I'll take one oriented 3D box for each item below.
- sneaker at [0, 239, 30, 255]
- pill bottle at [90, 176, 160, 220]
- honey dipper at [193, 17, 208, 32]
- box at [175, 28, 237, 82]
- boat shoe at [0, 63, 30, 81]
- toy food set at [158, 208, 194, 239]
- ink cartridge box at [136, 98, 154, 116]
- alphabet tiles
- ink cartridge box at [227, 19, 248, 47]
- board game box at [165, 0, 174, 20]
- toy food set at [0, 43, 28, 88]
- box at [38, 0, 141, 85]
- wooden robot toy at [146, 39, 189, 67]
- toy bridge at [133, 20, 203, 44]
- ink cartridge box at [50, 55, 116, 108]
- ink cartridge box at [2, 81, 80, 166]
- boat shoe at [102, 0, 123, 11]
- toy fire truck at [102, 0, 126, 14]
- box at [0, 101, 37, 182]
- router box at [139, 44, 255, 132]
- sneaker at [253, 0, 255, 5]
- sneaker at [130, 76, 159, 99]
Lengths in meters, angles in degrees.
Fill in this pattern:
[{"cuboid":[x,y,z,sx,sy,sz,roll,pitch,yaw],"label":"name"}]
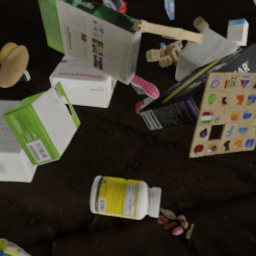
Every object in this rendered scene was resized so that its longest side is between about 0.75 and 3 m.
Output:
[{"cuboid":[-2.904,2.918,6.100,1.857,0.703,0.975,15,54,29],"label":"sneaker"},{"cuboid":[-0.049,1.784,7.103,1.683,0.946,0.946,6,41,6],"label":"pill bottle"},{"cuboid":[3.301,-3.733,11.228,2.098,0.398,0.398,19,21,-46],"label":"honey dipper"},{"cuboid":[2.233,-1.880,8.231,1.116,1.296,1.303,40,75,19],"label":"box"},{"cuboid":[-5.017,-2.324,12.027,2.004,0.748,0.624,18,49,26],"label":"boat shoe"},{"cuboid":[1.145,2.377,7.026,0.936,0.147,0.595,18,44,20],"label":"toy food set"},{"cuboid":[0.880,-0.630,10.274,0.737,0.419,1.012,-29,49,-30],"label":"ink cartridge box"},{"cuboid":[1.848,-0.212,4.616,1.696,1.418,0.064,-4,27,-23],"label":"alphabet tiles"},{"cuboid":[3.662,-3.128,9.414,0.522,0.834,0.536,7,3,34],"label":"ink cartridge box"},{"cuboid":[1.595,-4.885,10.928,0.189,1.031,0.780,-15,64,2],"label":"board game box"},{"cuboid":[-3.741,-1.958,8.978,0.376,1.529,1.544,28,13,-3],"label":"toy food set"},{"cuboid":[-1.058,-2.524,7.654,2.854,2.060,0.519,27,64,8],"label":"box"},{"cuboid":[1.903,-3.491,13.407,2.788,1.228,1.265,-28,13,-27],"label":"wooden robot toy"},{"cuboid":[0.827,-1.772,5.240,1.509,0.205,0.507,0,20,-29],"label":"toy bridge"},{"cuboid":[-1.615,-2.221,11.473,2.136,1.233,2.936,6,41,7],"label":"ink cartridge box"},{"cuboid":[-1.925,-0.181,6.705,0.692,1.350,1.827,-17,23,15],"label":"ink cartridge box"},{"cuboid":[-0.426,-3.603,8.049,0.458,0.496,1.342,-31,24,5],"label":"boat shoe"},{"cuboid":[-0.420,-4.334,9.382,0.658,1.904,2.701,33,54,2],"label":"toy fire truck"},{"cuboid":[-3.615,0.333,8.527,1.787,1.248,2.347,2,41,2],"label":"box"},{"cuboid":[1.603,-0.846,6.214,2.304,0.602,1.812,-37,12,-26],"label":"router box"},{"cuboid":[3.756,-2.902,7.139,0.573,0.794,1.512,-44,79,9],"label":"sneaker"},{"cuboid":[0.532,-1.247,9.118,1.111,0.486,0.410,34,70,15],"label":"sneaker"}]
